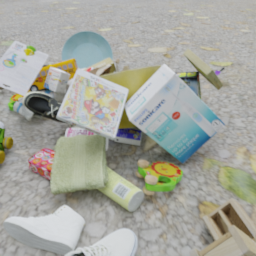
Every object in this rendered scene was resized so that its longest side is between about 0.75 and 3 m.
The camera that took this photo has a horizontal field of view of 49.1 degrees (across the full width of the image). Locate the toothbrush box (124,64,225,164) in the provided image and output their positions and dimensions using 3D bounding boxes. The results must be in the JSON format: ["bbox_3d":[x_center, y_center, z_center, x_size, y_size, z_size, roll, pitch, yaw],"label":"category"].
[{"bbox_3d":[1.473,-0.407,9.059,1.933,2.641,1.126,-44,27,12],"label":"toothbrush box"}]

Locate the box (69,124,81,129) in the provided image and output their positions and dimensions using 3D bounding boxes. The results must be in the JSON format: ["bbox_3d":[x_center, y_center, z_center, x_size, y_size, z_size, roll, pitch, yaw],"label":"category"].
[{"bbox_3d":[-2.028,-0.031,11.167,0.534,0.445,1.300,-10,36,-15],"label":"box"}]

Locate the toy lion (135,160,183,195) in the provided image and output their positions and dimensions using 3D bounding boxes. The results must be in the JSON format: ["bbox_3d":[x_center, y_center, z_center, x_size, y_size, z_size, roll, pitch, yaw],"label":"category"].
[{"bbox_3d":[1.055,1.483,8.754,1.467,0.525,1.530,4,21,-13],"label":"toy lion"}]

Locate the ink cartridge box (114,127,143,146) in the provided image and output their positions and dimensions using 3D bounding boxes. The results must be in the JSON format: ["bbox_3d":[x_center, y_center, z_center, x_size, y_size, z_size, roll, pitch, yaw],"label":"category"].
[{"bbox_3d":[-0.109,0.100,10.971,1.367,0.297,1.355,12,35,2],"label":"ink cartridge box"}]

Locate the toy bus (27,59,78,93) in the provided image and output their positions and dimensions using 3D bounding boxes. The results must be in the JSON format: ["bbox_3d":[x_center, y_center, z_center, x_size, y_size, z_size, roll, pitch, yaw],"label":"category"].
[{"bbox_3d":[-3.384,-2.270,12.344,2.400,0.940,0.781,-16,17,2],"label":"toy bus"}]

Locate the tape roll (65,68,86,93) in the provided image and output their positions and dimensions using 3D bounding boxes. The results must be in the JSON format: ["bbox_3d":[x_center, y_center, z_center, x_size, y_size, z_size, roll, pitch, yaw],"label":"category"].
[{"bbox_3d":[-1.742,-2.030,13.681,2.623,0.917,2.623,0,34,0],"label":"tape roll"}]

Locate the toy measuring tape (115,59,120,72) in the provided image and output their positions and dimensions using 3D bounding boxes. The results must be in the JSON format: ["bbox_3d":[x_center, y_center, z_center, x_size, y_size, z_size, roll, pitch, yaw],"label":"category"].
[{"bbox_3d":[0.128,-1.366,10.026,0.848,2.304,0.848,-11,7,1],"label":"toy measuring tape"}]

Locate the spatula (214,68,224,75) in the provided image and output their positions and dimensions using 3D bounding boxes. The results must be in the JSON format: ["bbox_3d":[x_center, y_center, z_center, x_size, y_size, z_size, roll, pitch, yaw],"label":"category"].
[{"bbox_3d":[5.332,-3.312,16.264,0.309,0.112,1.092,25,42,32],"label":"spatula"}]

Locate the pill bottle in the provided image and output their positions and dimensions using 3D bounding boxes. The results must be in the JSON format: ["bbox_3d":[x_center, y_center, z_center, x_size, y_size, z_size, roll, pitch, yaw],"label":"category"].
[{"bbox_3d":[-1.478,0.449,10.104,1.472,0.834,0.834,2,34,2],"label":"pill bottle"}]

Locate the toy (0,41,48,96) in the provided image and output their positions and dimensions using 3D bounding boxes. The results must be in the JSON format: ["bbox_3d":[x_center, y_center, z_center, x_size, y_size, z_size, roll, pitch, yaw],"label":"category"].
[{"bbox_3d":[-4.051,-2.146,10.402,1.374,0.563,2.386,23,52,-11],"label":"toy"}]

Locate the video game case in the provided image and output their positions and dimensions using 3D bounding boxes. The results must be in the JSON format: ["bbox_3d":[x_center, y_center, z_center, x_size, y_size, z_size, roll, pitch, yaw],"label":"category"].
[{"bbox_3d":[-0.981,-0.738,8.305,1.722,0.217,1.892,21,56,-11],"label":"video game case"}]

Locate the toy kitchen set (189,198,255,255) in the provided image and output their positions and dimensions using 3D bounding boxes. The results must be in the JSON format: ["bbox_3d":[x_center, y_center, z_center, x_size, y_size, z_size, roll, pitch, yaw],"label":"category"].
[{"bbox_3d":[1.717,2.632,6.080,2.005,2.457,2.217,-42,35,13],"label":"toy kitchen set"}]

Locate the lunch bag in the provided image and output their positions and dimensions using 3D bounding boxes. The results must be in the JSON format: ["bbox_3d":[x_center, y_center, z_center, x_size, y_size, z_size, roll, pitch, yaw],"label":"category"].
[{"bbox_3d":[-2.598,1.168,9.418,1.220,0.500,1.074,18,34,23],"label":"lunch bag"}]

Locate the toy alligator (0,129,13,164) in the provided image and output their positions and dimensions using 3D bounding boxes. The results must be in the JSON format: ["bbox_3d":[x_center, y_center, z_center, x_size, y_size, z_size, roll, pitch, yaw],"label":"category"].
[{"bbox_3d":[-4.659,1.096,9.400,0.903,0.654,2.723,3,40,5],"label":"toy alligator"}]

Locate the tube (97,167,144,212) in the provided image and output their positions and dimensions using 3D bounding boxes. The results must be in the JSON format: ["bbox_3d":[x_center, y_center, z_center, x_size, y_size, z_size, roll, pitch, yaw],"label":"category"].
[{"bbox_3d":[-0.685,1.620,8.662,2.642,0.686,0.767,25,3,37],"label":"tube"}]

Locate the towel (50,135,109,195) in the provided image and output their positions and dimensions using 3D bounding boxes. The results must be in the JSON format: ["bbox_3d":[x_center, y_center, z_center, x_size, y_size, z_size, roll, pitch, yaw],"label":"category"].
[{"bbox_3d":[-1.519,1.010,8.713,1.766,0.434,2.380,-8,38,0],"label":"towel"}]

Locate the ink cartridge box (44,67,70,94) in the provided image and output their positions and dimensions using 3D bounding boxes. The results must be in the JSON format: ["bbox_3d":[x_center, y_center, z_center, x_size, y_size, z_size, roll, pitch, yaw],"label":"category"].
[{"bbox_3d":[-2.835,-1.891,11.166,0.618,0.840,0.607,24,9,20],"label":"ink cartridge box"}]

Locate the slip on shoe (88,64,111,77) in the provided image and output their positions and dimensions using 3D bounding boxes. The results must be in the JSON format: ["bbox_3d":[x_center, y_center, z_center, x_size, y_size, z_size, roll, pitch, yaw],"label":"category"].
[{"bbox_3d":[-1.082,-2.145,10.764,0.458,0.575,1.512,26,35,6],"label":"slip on shoe"}]

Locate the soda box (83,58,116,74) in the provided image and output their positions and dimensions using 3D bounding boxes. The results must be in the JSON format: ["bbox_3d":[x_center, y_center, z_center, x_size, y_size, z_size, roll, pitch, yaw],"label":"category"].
[{"bbox_3d":[-1.467,-2.680,13.414,1.728,0.553,0.585,-28,50,-7],"label":"soda box"}]

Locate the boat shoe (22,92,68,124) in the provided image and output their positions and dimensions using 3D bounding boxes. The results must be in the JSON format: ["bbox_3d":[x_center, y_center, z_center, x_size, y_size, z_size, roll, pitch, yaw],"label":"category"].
[{"bbox_3d":[-2.756,-0.686,10.144,0.755,0.802,2.234,24,-2,38],"label":"boat shoe"}]

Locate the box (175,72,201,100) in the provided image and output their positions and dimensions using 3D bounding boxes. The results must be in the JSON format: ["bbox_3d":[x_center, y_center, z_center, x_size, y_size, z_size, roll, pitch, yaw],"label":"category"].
[{"bbox_3d":[1.532,-1.481,11.628,2.851,1.569,0.495,2,37,26],"label":"box"}]

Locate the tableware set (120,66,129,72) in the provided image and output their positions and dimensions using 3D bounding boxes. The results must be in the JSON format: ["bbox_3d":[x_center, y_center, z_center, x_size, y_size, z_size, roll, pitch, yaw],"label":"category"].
[{"bbox_3d":[-0.171,-1.644,9.454,0.102,0.878,0.733,7,-16,-41],"label":"tableware set"}]

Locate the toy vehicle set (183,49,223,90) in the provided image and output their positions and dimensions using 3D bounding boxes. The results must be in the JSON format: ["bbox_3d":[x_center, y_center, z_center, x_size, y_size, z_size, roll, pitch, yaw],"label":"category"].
[{"bbox_3d":[2.827,-2.131,10.411,1.249,0.267,2.011,51,16,25],"label":"toy vehicle set"}]

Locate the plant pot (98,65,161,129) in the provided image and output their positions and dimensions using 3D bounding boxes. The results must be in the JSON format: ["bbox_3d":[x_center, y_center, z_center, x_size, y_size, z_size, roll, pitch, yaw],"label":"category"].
[{"bbox_3d":[0.021,-1.079,10.346,2.762,1.961,2.762,-11,9,2],"label":"plant pot"}]

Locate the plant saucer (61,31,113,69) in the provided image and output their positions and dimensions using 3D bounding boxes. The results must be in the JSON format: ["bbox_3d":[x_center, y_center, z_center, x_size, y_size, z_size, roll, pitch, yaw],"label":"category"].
[{"bbox_3d":[-2.218,-3.837,15.296,2.760,2.760,0.531,-4,0,-6],"label":"plant saucer"}]

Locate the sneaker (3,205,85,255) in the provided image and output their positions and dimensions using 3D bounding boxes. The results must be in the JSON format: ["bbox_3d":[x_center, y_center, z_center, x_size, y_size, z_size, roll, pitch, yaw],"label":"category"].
[{"bbox_3d":[-2.118,2.501,7.318,1.939,0.714,1.120,16,35,7],"label":"sneaker"}]

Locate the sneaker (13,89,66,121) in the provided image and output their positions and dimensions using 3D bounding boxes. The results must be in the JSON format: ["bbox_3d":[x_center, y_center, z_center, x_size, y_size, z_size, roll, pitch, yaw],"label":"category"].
[{"bbox_3d":[-3.645,-0.954,12.331,1.124,0.972,2.594,45,44,11],"label":"sneaker"}]

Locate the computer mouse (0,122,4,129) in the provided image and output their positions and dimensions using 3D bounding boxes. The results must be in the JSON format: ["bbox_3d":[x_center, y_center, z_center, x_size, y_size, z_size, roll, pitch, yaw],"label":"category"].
[{"bbox_3d":[-6.186,0.237,10.603,1.593,0.637,2.904,23,41,32],"label":"computer mouse"}]

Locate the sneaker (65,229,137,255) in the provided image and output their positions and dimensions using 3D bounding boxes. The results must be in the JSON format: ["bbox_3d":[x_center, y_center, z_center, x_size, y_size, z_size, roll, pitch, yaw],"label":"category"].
[{"bbox_3d":[-0.830,3.052,6.191,2.715,0.961,0.992,-29,44,-35],"label":"sneaker"}]

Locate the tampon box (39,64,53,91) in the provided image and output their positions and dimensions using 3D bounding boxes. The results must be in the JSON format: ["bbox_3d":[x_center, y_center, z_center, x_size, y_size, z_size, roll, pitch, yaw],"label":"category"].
[{"bbox_3d":[-4.301,-2.623,14.506,1.517,0.958,1.137,-10,36,-15],"label":"tampon box"}]

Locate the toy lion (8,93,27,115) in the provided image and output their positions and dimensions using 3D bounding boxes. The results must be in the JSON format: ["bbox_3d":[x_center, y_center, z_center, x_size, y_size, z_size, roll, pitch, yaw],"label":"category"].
[{"bbox_3d":[-4.907,-1.272,13.006,1.567,0.561,1.635,10,35,26],"label":"toy lion"}]

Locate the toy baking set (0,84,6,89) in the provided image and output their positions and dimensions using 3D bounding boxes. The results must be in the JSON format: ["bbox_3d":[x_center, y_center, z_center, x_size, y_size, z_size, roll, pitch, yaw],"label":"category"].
[{"bbox_3d":[-5.482,-2.674,14.108,2.621,0.305,2.012,-46,24,-29],"label":"toy baking set"}]
